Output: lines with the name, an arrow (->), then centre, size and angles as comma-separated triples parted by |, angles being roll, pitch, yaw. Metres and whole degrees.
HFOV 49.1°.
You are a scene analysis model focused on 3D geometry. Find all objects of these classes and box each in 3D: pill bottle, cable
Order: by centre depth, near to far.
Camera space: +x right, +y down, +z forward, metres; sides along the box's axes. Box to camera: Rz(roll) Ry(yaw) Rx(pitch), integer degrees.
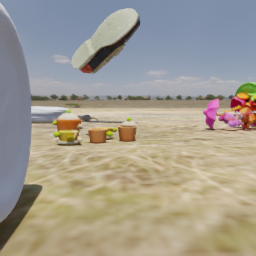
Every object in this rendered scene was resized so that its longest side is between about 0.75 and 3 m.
pill bottle -> -1.639, -0.069, 1.345 | 2.062, 1.195, 1.195 | -1, 5, -6
cable -> -2.951, -0.476, 10.140 | 1.586, 0.549, 1.586 | -2, 5, -35

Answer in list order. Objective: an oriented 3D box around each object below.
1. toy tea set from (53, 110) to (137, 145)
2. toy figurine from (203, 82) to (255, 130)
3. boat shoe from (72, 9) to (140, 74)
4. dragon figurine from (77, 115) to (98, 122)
toy tea set -> -0.586, -0.045, 4.899 | 1.482, 0.549, 0.881 | -2, 5, -23
toy figurine -> 2.760, -0.325, 7.168 | 1.542, 1.258, 1.675 | -16, 35, -19
boat shoe -> -0.658, -2.816, 9.463 | 2.961, 1.054, 0.926 | -32, -30, 31
dragon figurine -> -1.560, -0.368, 10.520 | 0.873, 0.257, 0.434 | -2, 5, -9
